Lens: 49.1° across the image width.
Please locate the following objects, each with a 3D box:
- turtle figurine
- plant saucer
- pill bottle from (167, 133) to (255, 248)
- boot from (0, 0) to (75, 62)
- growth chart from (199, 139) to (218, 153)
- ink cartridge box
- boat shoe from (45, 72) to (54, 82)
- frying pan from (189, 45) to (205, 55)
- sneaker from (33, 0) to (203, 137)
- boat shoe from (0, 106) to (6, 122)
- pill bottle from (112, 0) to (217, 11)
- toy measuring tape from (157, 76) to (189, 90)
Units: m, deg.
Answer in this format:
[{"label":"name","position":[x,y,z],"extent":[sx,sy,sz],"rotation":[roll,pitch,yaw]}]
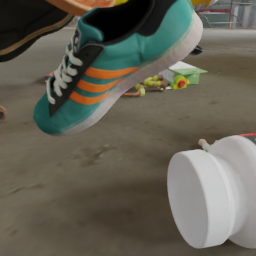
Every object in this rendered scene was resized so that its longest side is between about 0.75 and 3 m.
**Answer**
[{"label":"turtle figurine","position":[0.544,-1.720,10.467],"extent":[1.602,0.640,1.986],"rotation":[-4,24,-10]},{"label":"plant saucer","position":[-0.992,-2.313,3.572],"extent":[0.336,2.081,2.081],"rotation":[-28,5,36]},{"label":"pill bottle","position":[1.917,0.766,3.774],"extent":[2.502,1.449,1.449],"rotation":[-6,24,-13]},{"label":"boot","position":[-1.737,-2.436,4.928],"extent":[0.973,1.738,2.513],"rotation":[36,73,6]},{"label":"growth chart","position":[2.833,0.646,5.597],"extent":[2.474,0.219,1.791],"rotation":[1,24,1]},{"label":"ink cartridge box","position":[2.176,-2.198,11.550],"extent":[1.127,0.644,2.172],"rotation":[-7,25,-16]},{"label":"boat shoe","position":[-2.547,-2.488,12.072],"extent":[0.884,0.777,2.483],"rotation":[20,32,34]},{"label":"frying pan","position":[1.202,-2.721,8.403],"extent":[2.313,0.376,1.399],"rotation":[22,24,-2]},{"label":"sneaker","position":[-0.410,-0.777,3.215],"extent":[2.412,0.964,0.861],"rotation":[-34,50,22]},{"label":"boat shoe","position":[-3.913,-0.157,7.045],"extent":[1.601,0.563,0.563],"rotation":[-16,25,-16]},{"label":"pill bottle","position":[0.612,-2.859,5.191],"extent":[2.995,1.636,1.636],"rotation":[-18,24,3]},{"label":"toy measuring tape","position":[1.750,-1.732,10.704],"extent":[1.350,0.497,0.497],"rotation":[-10,25,-22]}]
